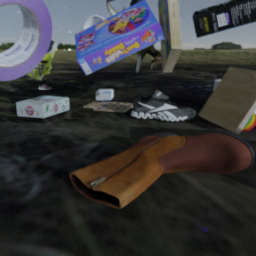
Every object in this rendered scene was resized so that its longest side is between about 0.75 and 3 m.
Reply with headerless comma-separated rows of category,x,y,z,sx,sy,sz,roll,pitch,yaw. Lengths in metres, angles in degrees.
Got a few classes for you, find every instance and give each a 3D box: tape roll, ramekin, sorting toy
tape roll,-3.603,-2.790,8.099,0.915,2.788,2.788,38,33,24
ramekin,-0.987,-3.254,9.511,1.015,1.015,0.495,9,17,28
sorting toy,3.562,-0.837,9.038,0.694,1.983,1.995,30,6,-25

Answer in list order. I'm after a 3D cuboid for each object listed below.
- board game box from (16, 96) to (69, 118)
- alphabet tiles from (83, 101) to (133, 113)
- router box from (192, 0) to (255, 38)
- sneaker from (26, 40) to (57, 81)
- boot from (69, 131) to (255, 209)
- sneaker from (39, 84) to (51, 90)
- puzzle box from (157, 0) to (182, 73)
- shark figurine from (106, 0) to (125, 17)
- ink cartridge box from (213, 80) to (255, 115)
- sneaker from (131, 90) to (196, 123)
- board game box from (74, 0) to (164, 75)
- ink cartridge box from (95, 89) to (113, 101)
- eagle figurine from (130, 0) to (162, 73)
board game box,-3.366,-0.868,11.210,1.275,0.555,1.728,5,16,21
alphabet tiles,-0.841,-0.945,12.337,2.034,0.077,1.700,6,18,19
router box,3.348,-3.835,9.447,2.214,0.758,2.968,-11,21,19
sneaker,-3.237,-2.584,10.748,0.876,0.864,2.293,33,-34,-29
boot,0.670,0.692,5.203,2.524,0.918,2.681,14,22,39
sneaker,-5.172,-2.557,17.365,0.818,0.358,0.302,2,16,9
puzzle box,1.276,-3.307,8.890,0.334,2.631,1.750,-2,-12,-1
shark figurine,-0.256,-3.861,9.270,1.136,0.793,1.901,-6,-29,42
ink cartridge box,4.330,-1.106,10.637,1.306,1.312,1.789,-8,19,-27
sneaker,1.240,-0.806,10.053,2.359,1.067,0.784,5,18,16
board game box,-0.316,-2.419,7.417,2.199,0.492,1.478,-23,45,9
ink cartridge box,-1.182,-1.676,14.198,0.733,0.427,1.014,2,16,6
eagle figurine,0.643,-3.627,10.951,1.875,2.484,1.885,-43,7,-39
